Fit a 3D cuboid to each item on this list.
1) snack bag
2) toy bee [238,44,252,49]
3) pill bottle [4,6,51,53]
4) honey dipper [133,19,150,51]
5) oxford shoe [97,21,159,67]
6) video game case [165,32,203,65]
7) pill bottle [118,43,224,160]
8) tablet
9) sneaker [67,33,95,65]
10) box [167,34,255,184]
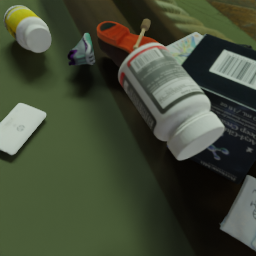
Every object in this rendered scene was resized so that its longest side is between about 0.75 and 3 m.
[{"bbox_3d":[2.714,1.773,5.517,1.412,0.151,1.331,31,77,10],"label":"snack bag"},{"bbox_3d":[2.681,-1.059,7.072,2.471,1.617,1.343,-1,87,-46],"label":"toy bee"},{"bbox_3d":[-3.141,-3.090,8.828,1.019,1.019,1.812,-29,50,-20],"label":"pill bottle"},{"bbox_3d":[0.266,-1.882,5.717,0.172,0.172,0.907,14,59,10],"label":"honey dipper"},{"bbox_3d":[0.222,-2.151,8.325,2.683,0.973,0.955,38,61,17],"label":"oxford shoe"},{"bbox_3d":[2.037,-2.030,8.631,2.185,0.240,1.991,-32,60,-22],"label":"video game case"},{"bbox_3d":[0.630,-0.405,4.291,0.950,0.950,1.668,-24,65,-17],"label":"pill bottle"},{"bbox_3d":[-2.850,-0.018,7.147,0.922,0.097,1.417,21,57,15],"label":"tablet"},{"bbox_3d":[-1.472,-2.396,8.498,0.782,0.665,1.787,-12,33,-3],"label":"sneaker"},{"bbox_3d":[1.986,-0.286,5.853,1.897,2.557,1.369,28,63,22],"label":"box"}]
